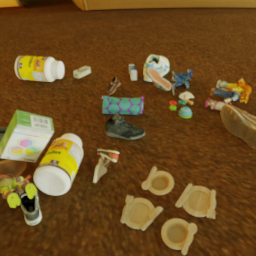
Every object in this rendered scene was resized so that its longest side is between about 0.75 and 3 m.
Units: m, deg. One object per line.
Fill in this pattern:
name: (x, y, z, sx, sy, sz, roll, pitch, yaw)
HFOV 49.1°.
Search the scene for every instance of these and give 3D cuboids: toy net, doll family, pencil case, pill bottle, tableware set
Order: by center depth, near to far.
tableware set: (0.997, 1.942, 6.951, 2.195, 0.255, 1.833, 19, 54, 27)
pill bottle: (-1.928, 0.972, 8.138, 1.013, 1.013, 1.855, 4, 33, 6)
pencil case: (-0.232, -0.930, 11.292, 1.680, 0.715, 0.776, 3, 57, 3)
doll family: (4.326, -1.443, 11.754, 1.463, 1.062, 2.358, 20, 38, 27)
toy net: (2.254, -1.021, 11.772, 0.949, 0.349, 1.809, 9, 33, 12)
pill bottle: (-4.355, -2.919, 13.875, 2.178, 1.190, 1.190, 5, 34, 9)

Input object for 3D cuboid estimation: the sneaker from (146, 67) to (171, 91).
sneaker: (1.276, -2.160, 12.696, 0.514, 1.441, 0.576, -58, 22, -17)

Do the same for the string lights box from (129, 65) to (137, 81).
string lights box: (0.232, -2.870, 14.440, 0.284, 0.496, 0.965, -4, 34, -6)

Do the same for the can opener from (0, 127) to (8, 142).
can opener: (-4.507, 0.112, 9.453, 2.986, 0.998, 0.796, -4, 34, -6)

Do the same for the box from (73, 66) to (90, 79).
box: (-2.416, -2.916, 14.666, 0.391, 0.325, 0.951, 18, 38, 26)

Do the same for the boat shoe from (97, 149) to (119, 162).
boat shoe: (-0.637, 0.827, 8.360, 0.345, 0.303, 0.970, 18, -11, -39)

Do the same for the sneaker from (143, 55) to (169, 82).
sneaker: (1.534, -3.314, 14.610, 1.005, 1.061, 2.628, 10, 34, 17)

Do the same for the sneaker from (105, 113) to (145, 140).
sneaker: (-0.120, -0.058, 9.893, 1.454, 0.833, 0.556, 9, 36, 9)

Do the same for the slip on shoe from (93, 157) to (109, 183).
slip on shoe: (-0.797, 1.254, 8.322, 0.317, 0.397, 1.045, 14, 26, 0)

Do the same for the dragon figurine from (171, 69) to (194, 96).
dragon figurine: (2.614, -2.261, 13.388, 1.067, 0.632, 2.147, 6, 34, 8)

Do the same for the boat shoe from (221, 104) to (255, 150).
boat shoe: (4.228, -0.073, 9.970, 0.833, 0.878, 2.320, -11, 44, -23)

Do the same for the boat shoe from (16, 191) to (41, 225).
boat shoe: (-2.610, 1.833, 7.323, 0.524, 0.471, 1.481, -18, 37, -25)

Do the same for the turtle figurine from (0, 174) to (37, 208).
turtle figurine: (-2.873, 1.412, 6.822, 1.393, 0.556, 1.728, 7, 10, 37)

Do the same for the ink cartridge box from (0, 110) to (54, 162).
ink cartridge box: (-2.926, 0.440, 7.801, 0.986, 1.899, 0.563, 14, 40, -36)

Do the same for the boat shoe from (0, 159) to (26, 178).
boat shoe: (-3.957, 1.295, 7.880, 2.038, 0.717, 0.717, -24, 35, -33)

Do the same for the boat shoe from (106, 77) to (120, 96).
boat shoe: (-0.748, -1.930, 12.879, 0.434, 0.433, 1.232, -16, 28, 28)
